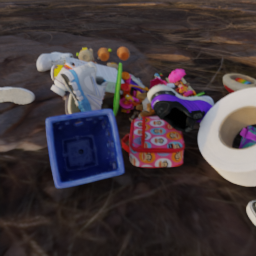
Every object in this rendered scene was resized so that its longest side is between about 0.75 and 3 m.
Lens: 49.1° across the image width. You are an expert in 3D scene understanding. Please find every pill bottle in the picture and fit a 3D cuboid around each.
[{"bbox_3d":[-3.052,-2.761,14.337,1.591,0.869,0.869,5,32,8],"label":"pill bottle"},{"bbox_3d":[-2.556,-1.946,11.394,0.686,1.253,0.686,33,1,-1],"label":"pill bottle"}]

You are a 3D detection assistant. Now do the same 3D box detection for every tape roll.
[{"bbox_3d":[3.445,0.209,8.008,2.781,0.973,2.781,-27,43,28],"label":"tape roll"}]

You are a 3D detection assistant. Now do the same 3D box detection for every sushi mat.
[{"bbox_3d":[2.579,-2.133,14.034,0.937,0.119,1.959,-5,32,-7],"label":"sushi mat"}]

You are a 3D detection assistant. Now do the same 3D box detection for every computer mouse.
[{"bbox_3d":[3.471,-1.342,12.606,0.699,0.280,1.276,-7,32,-14],"label":"computer mouse"}]

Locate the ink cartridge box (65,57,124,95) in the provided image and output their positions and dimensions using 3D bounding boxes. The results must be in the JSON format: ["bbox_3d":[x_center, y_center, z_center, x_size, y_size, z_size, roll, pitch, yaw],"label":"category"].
[{"bbox_3d":[-1.673,-2.519,13.480,2.693,0.768,2.189,5,30,-19],"label":"ink cartridge box"}]

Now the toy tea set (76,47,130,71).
[{"bbox_3d":[-1.303,-3.621,14.989,2.838,1.688,1.050,-5,39,-9],"label":"toy tea set"}]

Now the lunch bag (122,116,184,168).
[{"bbox_3d":[0.777,0.414,9.236,1.964,0.914,2.230,-1,29,4],"label":"lunch bag"}]

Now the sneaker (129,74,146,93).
[{"bbox_3d":[0.297,-1.876,12.958,0.451,0.645,1.298,14,31,-50],"label":"sneaker"}]

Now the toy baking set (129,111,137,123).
[{"bbox_3d":[0.465,-0.315,11.113,0.826,0.125,1.076,-22,44,-41],"label":"toy baking set"}]

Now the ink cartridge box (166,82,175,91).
[{"bbox_3d":[1.965,-2.126,13.774,0.836,0.293,1.028,-1,37,15],"label":"ink cartridge box"}]

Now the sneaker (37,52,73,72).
[{"bbox_3d":[-4.070,-3.838,16.070,1.398,0.891,2.418,7,31,16],"label":"sneaker"}]

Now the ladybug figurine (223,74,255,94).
[{"bbox_3d":[5.297,-1.888,13.024,1.432,0.759,2.110,-13,34,-20],"label":"ladybug figurine"}]

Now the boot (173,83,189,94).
[{"bbox_3d":[2.330,-1.975,12.445,0.300,0.830,0.690,4,63,-33],"label":"boot"}]

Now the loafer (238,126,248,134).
[{"bbox_3d":[4.125,-0.329,10.290,2.983,1.129,1.019,-27,41,-22],"label":"loafer"}]

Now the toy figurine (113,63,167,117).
[{"bbox_3d":[0.612,-1.406,11.715,2.296,1.873,2.494,7,50,-6],"label":"toy figurine"}]

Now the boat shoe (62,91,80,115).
[{"bbox_3d":[-2.340,-1.257,11.943,0.862,0.957,2.661,-26,43,21],"label":"boat shoe"}]

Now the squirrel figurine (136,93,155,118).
[{"bbox_3d":[0.891,-0.718,10.595,1.231,1.149,0.871,-25,54,-27],"label":"squirrel figurine"}]

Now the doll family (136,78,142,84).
[{"bbox_3d":[0.197,-2.094,13.511,1.116,0.503,0.693,3,52,5],"label":"doll family"}]

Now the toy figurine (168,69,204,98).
[{"bbox_3d":[2.260,-1.724,11.616,1.181,1.448,1.573,-29,-4,6],"label":"toy figurine"}]

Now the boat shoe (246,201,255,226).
[{"bbox_3d":[3.767,2.271,6.362,0.773,0.696,2.185,-21,38,-30],"label":"boat shoe"}]

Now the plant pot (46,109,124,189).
[{"bbox_3d":[-1.262,0.632,7.733,1.807,1.807,1.624,-9,-10,-18],"label":"plant pot"}]

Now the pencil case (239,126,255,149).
[{"bbox_3d":[4.663,0.778,8.341,2.554,1.180,1.087,22,78,34],"label":"pencil case"}]

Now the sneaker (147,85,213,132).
[{"bbox_3d":[1.831,-0.368,8.833,2.661,0.925,1.323,12,44,-30],"label":"sneaker"}]

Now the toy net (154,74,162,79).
[{"bbox_3d":[1.621,-2.706,14.957,0.409,0.151,0.781,5,34,2],"label":"toy net"}]

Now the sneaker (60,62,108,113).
[{"bbox_3d":[-1.162,-1.029,9.458,1.278,2.949,1.105,-35,63,-13],"label":"sneaker"}]

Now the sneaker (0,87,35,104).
[{"bbox_3d":[-5.062,-1.536,12.570,1.947,0.744,0.784,7,23,8],"label":"sneaker"}]
